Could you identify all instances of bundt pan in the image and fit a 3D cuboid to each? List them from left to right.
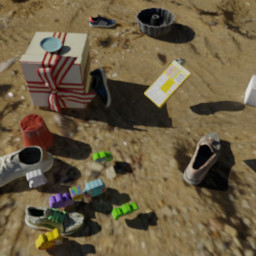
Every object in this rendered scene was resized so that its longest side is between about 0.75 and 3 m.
[{"bbox_3d":[1.405,-5.496,14.726,2.036,0.764,2.036,1,50,-1],"label":"bundt pan"}]

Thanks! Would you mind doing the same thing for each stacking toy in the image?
[{"bbox_3d":[-1.483,2.055,8.524,2.980,0.700,2.247,-16,54,-16],"label":"stacking toy"}]

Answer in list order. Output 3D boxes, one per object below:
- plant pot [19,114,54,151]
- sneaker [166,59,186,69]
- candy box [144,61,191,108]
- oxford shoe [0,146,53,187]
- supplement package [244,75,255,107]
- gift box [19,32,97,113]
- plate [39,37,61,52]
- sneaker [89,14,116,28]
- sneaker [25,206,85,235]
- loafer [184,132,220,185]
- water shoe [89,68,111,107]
[{"bbox_3d":[-3.251,0.141,9.818,1.075,1.046,1.075,0,50,0],"label":"plant pot"},{"bbox_3d":[1.756,-2.003,10.810,1.467,0.663,0.573,-52,38,7],"label":"sneaker"},{"bbox_3d":[1.170,-1.294,8.341,1.341,0.177,0.686,-47,63,7],"label":"candy box"},{"bbox_3d":[-3.901,1.249,9.051,2.853,0.824,1.073,-15,55,-10],"label":"oxford shoe"},{"bbox_3d":[5.567,-1.344,11.158,1.519,0.888,0.891,16,52,13],"label":"supplement package"},{"bbox_3d":[-2.503,-2.232,10.912,2.658,2.453,2.482,0,48,5],"label":"gift box"},{"bbox_3d":[-2.798,-2.996,10.109,0.777,0.099,0.777,4,58,-6],"label":"plate"},{"bbox_3d":[-1.374,-5.804,15.084,1.436,0.607,0.538,-7,50,-6],"label":"sneaker"},{"bbox_3d":[-2.137,2.558,7.955,1.790,0.793,0.688,3,50,3],"label":"sneaker"},{"bbox_3d":[2.600,0.884,9.408,0.816,0.714,2.270,25,54,20],"label":"loafer"},{"bbox_3d":[-1.105,-1.486,10.638,0.606,1.537,0.549,-22,28,-23],"label":"water shoe"}]
